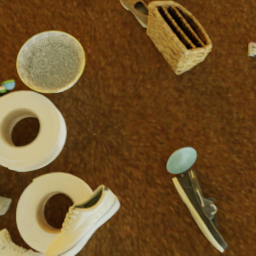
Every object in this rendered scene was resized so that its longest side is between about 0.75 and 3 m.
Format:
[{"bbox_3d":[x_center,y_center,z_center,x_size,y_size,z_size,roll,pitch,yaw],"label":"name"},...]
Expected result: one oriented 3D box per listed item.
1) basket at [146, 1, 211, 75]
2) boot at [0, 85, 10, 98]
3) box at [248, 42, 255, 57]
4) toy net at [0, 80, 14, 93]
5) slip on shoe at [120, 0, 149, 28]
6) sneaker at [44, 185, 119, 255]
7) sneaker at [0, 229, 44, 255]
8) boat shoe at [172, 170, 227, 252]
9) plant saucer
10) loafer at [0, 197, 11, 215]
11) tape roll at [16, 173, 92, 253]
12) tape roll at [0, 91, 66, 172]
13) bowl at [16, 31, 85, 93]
[{"bbox_3d":[1.958,-3.518,10.221,1.707,1.782,2.392,-31,77,-7],"label":"basket"},{"bbox_3d":[-6.076,-1.582,10.127,2.966,1.027,2.582,-29,78,-5],"label":"boot"},{"bbox_3d":[5.234,-3.025,10.917,1.033,0.179,0.568,7,76,2],"label":"box"},{"bbox_3d":[-4.145,-1.233,8.715,0.690,1.314,0.254,-13,99,21],"label":"toy net"},{"bbox_3d":[0.325,-4.891,11.172,0.747,0.595,1.964,-32,78,-8],"label":"slip on shoe"},{"bbox_3d":[-1.446,2.690,8.067,2.610,0.953,0.924,-42,114,-26],"label":"sneaker"},{"bbox_3d":[-3.646,3.890,8.804,2.467,0.909,1.426,-11,79,-1],"label":"sneaker"},{"bbox_3d":[2.470,2.655,9.075,0.910,0.966,2.691,-28,76,-2],"label":"boat shoe"},{"bbox_3d":[1.780,1.074,9.560,1.141,1.141,0.220,-27,40,-6],"label":"plant saucer"},{"bbox_3d":[-4.839,2.222,9.387,1.904,0.666,0.664,29,73,-1],"label":"loafer"},{"bbox_3d":[-2.256,2.694,9.064,2.470,0.864,2.470,0,77,-2],"label":"tape roll"},{"bbox_3d":[-3.582,0.126,9.730,2.699,0.944,2.699,0,76,-1],"label":"tape roll"},{"bbox_3d":[-2.682,-2.177,10.215,2.367,1.111,2.367,0,74,0],"label":"bowl"}]
